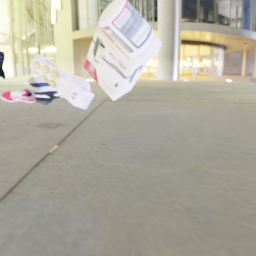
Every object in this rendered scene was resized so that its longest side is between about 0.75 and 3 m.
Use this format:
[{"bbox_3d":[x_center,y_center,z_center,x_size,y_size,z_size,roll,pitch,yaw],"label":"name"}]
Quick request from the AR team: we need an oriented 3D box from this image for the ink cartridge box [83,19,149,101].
[{"bbox_3d":[-0.411,-2.550,10.189,1.089,1.929,2.628,-37,-9,-32],"label":"ink cartridge box"}]

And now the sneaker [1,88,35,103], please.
[{"bbox_3d":[-3.912,-1.178,9.970,1.176,0.419,0.661,2,-15,-20],"label":"sneaker"}]

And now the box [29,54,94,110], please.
[{"bbox_3d":[-1.892,-1.318,7.730,2.406,0.499,0.466,39,11,32],"label":"box"}]

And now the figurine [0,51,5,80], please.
[{"bbox_3d":[-5.417,-2.610,11.298,0.504,1.142,1.170,-13,-6,12],"label":"figurine"}]

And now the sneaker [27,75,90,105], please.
[{"bbox_3d":[-2.728,-1.431,10.985,2.312,0.845,1.293,2,-24,-17],"label":"sneaker"}]

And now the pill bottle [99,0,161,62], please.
[{"bbox_3d":[0.093,-2.548,7.424,1.595,0.909,0.909,37,-9,-33],"label":"pill bottle"}]
